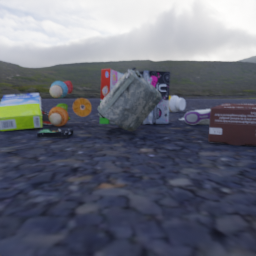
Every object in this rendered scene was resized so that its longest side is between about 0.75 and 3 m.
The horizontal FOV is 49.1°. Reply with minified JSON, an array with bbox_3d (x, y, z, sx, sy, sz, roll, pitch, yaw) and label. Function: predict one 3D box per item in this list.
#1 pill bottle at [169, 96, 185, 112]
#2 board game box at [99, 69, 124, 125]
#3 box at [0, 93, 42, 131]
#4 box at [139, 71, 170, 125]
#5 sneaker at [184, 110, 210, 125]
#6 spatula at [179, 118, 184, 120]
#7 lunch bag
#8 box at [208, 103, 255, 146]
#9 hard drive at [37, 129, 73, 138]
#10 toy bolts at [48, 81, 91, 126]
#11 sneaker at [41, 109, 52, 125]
[{"bbox_3d":[2.620,-1.503,17.552,1.821,1.020,1.020,7,10,43],"label":"pill bottle"},{"bbox_3d":[-0.456,-1.003,9.598,0.359,1.778,1.361,2,0,25],"label":"board game box"},{"bbox_3d":[-3.865,-0.626,10.096,1.413,0.552,2.317,-6,26,-16],"label":"box"},{"bbox_3d":[0.899,-1.230,11.388,1.184,2.064,1.364,-3,8,-20],"label":"box"},{"bbox_3d":[3.168,-0.466,10.901,1.843,0.690,0.918,4,8,25],"label":"sneaker"},{"bbox_3d":[2.946,-0.398,12.689,1.195,0.096,0.831,4,9,26],"label":"spatula"},{"bbox_3d":[0.010,-0.834,8.264,1.157,1.661,1.393,48,14,23],"label":"lunch bag"},{"bbox_3d":[3.126,-0.180,7.802,1.298,0.971,2.592,4,10,25],"label":"box"},{"bbox_3d":[-2.101,0.162,8.111,0.900,0.170,0.629,1,7,1],"label":"hard drive"},{"bbox_3d":[-2.237,-0.912,10.173,1.558,1.631,1.131,-9,17,7],"label":"toy bolts"},{"bbox_3d":[-3.242,-0.440,10.999,1.481,0.607,0.571,-3,8,-21],"label":"sneaker"}]
